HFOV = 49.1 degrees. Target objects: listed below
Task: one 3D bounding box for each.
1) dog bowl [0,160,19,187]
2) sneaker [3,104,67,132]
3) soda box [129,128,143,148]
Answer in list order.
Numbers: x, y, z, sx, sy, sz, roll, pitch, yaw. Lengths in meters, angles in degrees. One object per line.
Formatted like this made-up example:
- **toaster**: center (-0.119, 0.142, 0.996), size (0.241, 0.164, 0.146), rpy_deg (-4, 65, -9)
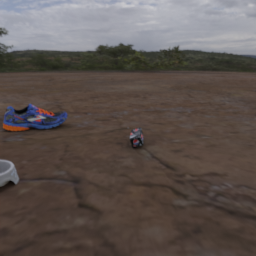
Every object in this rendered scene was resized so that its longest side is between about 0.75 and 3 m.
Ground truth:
- **dog bowl**: center (-3.052, 1.052, 6.093), size (1.240, 0.364, 1.240), rpy_deg (-1, 14, 0)
- **sneaker**: center (-3.483, -0.439, 10.612), size (2.378, 0.933, 0.896), rpy_deg (-7, 17, -24)
- **soda box**: center (0.272, 0.299, 8.779), size (0.352, 0.315, 0.994), rpy_deg (-17, 13, 8)
